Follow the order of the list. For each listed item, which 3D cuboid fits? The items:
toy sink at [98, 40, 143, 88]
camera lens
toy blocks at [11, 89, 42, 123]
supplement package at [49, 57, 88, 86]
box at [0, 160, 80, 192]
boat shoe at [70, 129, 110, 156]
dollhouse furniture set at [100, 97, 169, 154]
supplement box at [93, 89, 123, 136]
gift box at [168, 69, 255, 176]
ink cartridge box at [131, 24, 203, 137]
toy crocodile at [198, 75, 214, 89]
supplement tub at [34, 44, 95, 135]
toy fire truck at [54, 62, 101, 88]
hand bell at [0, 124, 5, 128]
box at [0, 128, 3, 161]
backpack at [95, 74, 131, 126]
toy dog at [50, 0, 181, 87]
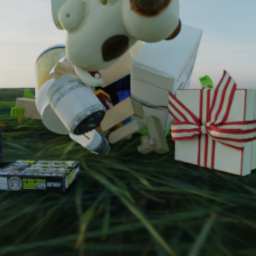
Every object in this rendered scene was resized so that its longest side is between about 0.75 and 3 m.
[{"bbox_3d":[-0.277,-2.077,8.590,1.607,1.047,0.900,-22,10,41],"label":"toy sink"},{"bbox_3d":[-1.118,-0.474,6.096,0.913,1.142,0.913,-36,-15,-11],"label":"camera lens"},{"bbox_3d":[-3.559,-0.866,12.316,1.902,1.391,2.783,9,11,2],"label":"toy blocks"},{"bbox_3d":[-1.701,-1.511,8.261,1.000,0.586,0.584,42,-24,-26],"label":"supplement package"},{"bbox_3d":[-1.601,0.836,5.016,1.254,0.278,1.004,1,7,4],"label":"box"},{"bbox_3d":[-0.995,0.281,7.127,0.652,0.641,1.808,-45,28,-2],"label":"boat shoe"},{"bbox_3d":[0.148,0.147,7.172,1.038,1.211,1.274,-29,-30,28],"label":"dollhouse furniture set"},{"bbox_3d":[-0.936,-0.327,8.238,1.097,1.112,0.738,-28,-15,11],"label":"supplement box"},{"bbox_3d":[2.082,-0.188,6.272,1.934,2.072,1.911,-8,6,-40],"label":"gift box"},{"bbox_3d":[1.012,-1.273,8.069,1.186,2.054,2.824,23,-31,15],"label":"ink cartridge box"},{"bbox_3d":[2.438,-0.672,8.822,0.701,2.077,0.641,-3,-21,37],"label":"toy crocodile"},{"bbox_3d":[-2.310,-1.436,10.303,2.141,2.141,2.965,-2,48,-18],"label":"supplement tub"},{"bbox_3d":[-1.498,-1.535,7.722,1.418,2.011,0.490,-12,20,-8],"label":"toy fire truck"},{"bbox_3d":[-5.895,-0.151,12.457,0.912,0.475,0.475,14,10,9],"label":"hand bell"},{"bbox_3d":[-3.338,0.433,6.187,0.196,0.774,1.083,6,9,40],"label":"box"},{"bbox_3d":[0.057,-1.259,10.573,2.331,2.777,2.257,-10,-1,-16],"label":"backpack"},{"bbox_3d":[-0.194,-2.181,5.608,2.447,2.372,1.707,-10,-27,30],"label":"toy dog"}]
